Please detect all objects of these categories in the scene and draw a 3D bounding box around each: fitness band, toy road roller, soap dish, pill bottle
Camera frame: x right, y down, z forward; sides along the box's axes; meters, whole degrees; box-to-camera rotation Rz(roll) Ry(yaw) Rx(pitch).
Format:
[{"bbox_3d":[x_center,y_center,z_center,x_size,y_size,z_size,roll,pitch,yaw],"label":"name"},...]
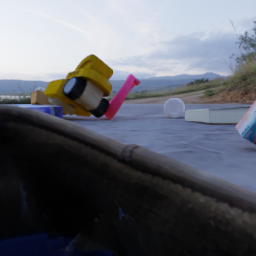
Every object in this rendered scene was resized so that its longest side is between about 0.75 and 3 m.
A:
[{"bbox_3d":[-0.313,-1.281,11.304,0.507,1.944,2.707,38,6,-7],"label":"fitness band"},{"bbox_3d":[-1.688,-1.579,10.547,1.650,1.960,2.685,36,-22,-35],"label":"toy road roller"},{"bbox_3d":[-3.288,-1.074,11.994,1.672,0.679,1.315,24,-12,-27],"label":"soap dish"},{"bbox_3d":[2.021,-0.874,12.099,0.830,0.830,1.480,1,5,12],"label":"pill bottle"}]

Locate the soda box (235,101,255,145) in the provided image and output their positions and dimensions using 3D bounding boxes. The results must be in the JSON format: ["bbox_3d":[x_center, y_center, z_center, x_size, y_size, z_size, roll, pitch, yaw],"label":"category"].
[{"bbox_3d":[2.201,-0.362,4.106,0.425,1.337,0.457,29,22,-6],"label":"soda box"}]

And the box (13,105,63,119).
[{"bbox_3d":[-3.794,-0.582,10.544,2.839,0.589,1.690,3,6,41],"label":"box"}]

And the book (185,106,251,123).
[{"bbox_3d":[3.551,-0.449,9.599,2.675,0.643,1.787,-3,4,-13],"label":"book"}]
